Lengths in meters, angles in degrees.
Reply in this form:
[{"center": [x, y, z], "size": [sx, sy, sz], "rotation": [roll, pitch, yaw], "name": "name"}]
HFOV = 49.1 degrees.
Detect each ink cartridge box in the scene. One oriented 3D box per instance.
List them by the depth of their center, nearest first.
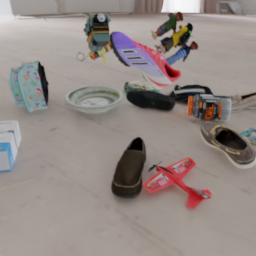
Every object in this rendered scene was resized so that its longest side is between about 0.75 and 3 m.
[{"center": [-4.515, 0.594, 9.318], "size": [1.457, 0.841, 2.008], "rotation": [-5, 29, -9], "name": "ink cartridge box"}]

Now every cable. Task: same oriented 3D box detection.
[{"center": [3.105, -1.649, 13.709], "size": [2.145, 0.545, 1.750], "rotation": [17, 33, 27], "name": "cable"}]

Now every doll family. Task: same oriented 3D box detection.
[{"center": [1.823, -3.232, 10.446], "size": [1.503, 2.600, 1.020], "rotation": [-38, 76, 2], "name": "doll family"}]

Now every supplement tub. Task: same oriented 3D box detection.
[{"center": [3.380, -0.874, 11.797], "size": [1.680, 1.029, 1.029], "rotation": [4, 29, 10], "name": "supplement tub"}]

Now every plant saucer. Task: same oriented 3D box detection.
[{"center": [-1.526, -1.205, 12.777], "size": [2.617, 0.657, 2.617], "rotation": [0, 30, 0], "name": "plant saucer"}]

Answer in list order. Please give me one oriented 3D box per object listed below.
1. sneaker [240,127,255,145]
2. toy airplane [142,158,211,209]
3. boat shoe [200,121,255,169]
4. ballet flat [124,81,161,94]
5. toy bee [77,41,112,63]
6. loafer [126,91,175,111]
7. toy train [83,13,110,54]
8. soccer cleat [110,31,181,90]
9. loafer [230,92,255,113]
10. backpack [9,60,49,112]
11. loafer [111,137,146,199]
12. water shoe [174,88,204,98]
[{"center": [4.313, 0.267, 10.164], "size": [1.400, 0.604, 0.543], "rotation": [-7, 30, -12], "name": "sneaker"}, {"center": [1.490, 1.562, 8.044], "size": [2.118, 0.390, 2.118], "rotation": [0, 29, 0], "name": "toy airplane"}, {"center": [3.301, 0.357, 9.622], "size": [0.942, 0.780, 2.621], "rotation": [-29, 34, -3], "name": "boat shoe"}, {"center": [0.723, -2.029, 14.266], "size": [1.985, 0.737, 0.737], "rotation": [6, 29, 10], "name": "ballet flat"}, {"center": [-1.389, -3.359, 12.771], "size": [1.755, 1.149, 0.954], "rotation": [-43, 32, 13], "name": "toy bee"}, {"center": [1.041, -1.294, 12.901], "size": [2.284, 0.775, 0.802], "rotation": [13, 26, 13], "name": "loafer"}, {"center": [-0.978, -2.932, 8.771], "size": [0.712, 0.952, 1.670], "rotation": [-5, 1, -17], "name": "toy train"}, {"center": [0.618, -2.339, 9.388], "size": [1.087, 2.969, 1.013], "rotation": [-17, 54, 37], "name": "soccer cleat"}, {"center": [5.084, -1.269, 12.740], "size": [2.549, 0.801, 0.916], "rotation": [-7, 30, -12], "name": "loafer"}, {"center": [-4.343, -1.801, 12.508], "size": [1.681, 1.983, 2.233], "rotation": [-15, 37, -16], "name": "backpack"}, {"center": [0.034, 1.079, 8.390], "size": [0.912, 0.892, 2.500], "rotation": [4, 29, 7], "name": "loafer"}, {"center": [2.968, -1.577, 13.475], "size": [1.511, 0.596, 0.540], "rotation": [-3, 12, -9], "name": "water shoe"}]
